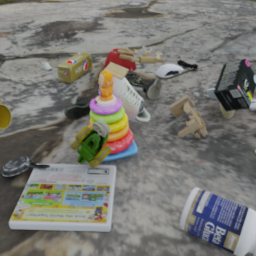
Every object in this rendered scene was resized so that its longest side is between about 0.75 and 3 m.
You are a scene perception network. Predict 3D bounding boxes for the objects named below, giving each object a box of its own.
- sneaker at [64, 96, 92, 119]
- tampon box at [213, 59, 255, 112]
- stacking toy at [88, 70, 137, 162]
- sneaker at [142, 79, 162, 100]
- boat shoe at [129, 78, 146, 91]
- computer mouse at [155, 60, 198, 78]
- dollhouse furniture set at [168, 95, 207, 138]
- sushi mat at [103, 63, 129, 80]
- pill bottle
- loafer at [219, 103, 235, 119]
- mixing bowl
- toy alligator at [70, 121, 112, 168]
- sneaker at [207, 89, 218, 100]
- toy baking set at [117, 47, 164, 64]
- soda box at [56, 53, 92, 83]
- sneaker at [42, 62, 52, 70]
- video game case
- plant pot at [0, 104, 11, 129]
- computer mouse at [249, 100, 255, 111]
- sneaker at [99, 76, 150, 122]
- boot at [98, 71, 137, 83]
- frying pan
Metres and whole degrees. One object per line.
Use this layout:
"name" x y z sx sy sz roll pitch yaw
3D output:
"sneaker" -2.059 -0.832 11.398 0.882 0.589 1.540 26 39 37
"tampon box" 3.708 -1.448 9.604 0.879 1.043 1.392 -7 47 47
"stacking toy" -0.628 -0.447 8.687 1.539 2.805 1.628 -10 36 -11
"sneaker" 0.938 -1.586 12.397 0.814 0.573 1.533 -19 22 34
"boat shoe" 0.421 -2.146 13.496 1.425 0.454 0.504 15 36 21
"computer mouse" 2.519 -3.231 15.095 2.385 0.523 1.308 -21 40 -29
"dollhouse furniture set" 2.201 -0.220 10.353 0.875 1.025 1.977 -34 25 22
"sushi mat" -0.360 -1.693 8.330 0.800 0.048 0.383 30 78 34
"pill bottle" 2.238 2.184 6.316 1.908 1.059 1.059 18 37 26
"loafer" 4.059 -0.952 11.506 0.685 0.618 1.810 12 31 17
"mixing bowl" -0.368 -3.336 13.597 1.652 0.894 1.652 3 25 -1
"toy alligator" -0.839 0.347 7.571 0.988 2.980 0.716 44 60 -1
"sneaker" 4.203 -1.533 12.607 1.349 0.493 0.478 11 28 -1
"toy baking set" 0.695 -3.380 12.789 2.559 0.298 1.964 -3 35 -22
"soda box" -2.777 -3.210 14.784 0.777 0.822 2.428 11 34 17
"sneaker" -4.536 -3.439 15.581 0.326 0.344 0.853 -26 42 -36
"video game case" -1.617 1.801 7.627 2.447 0.280 2.227 2 32 0
"plant pot" -4.079 -0.329 8.589 0.545 0.767 0.767 -2 30 26
"computer mouse" 5.327 -1.002 11.587 1.729 0.379 0.948 15 48 27
"sneaker" -0.048 -1.084 9.524 1.057 2.626 1.003 24 75 35
"boot" -0.425 -1.252 10.797 0.705 1.774 2.038 20 32 41
"frying pan" -3.150 1.174 8.321 1.557 0.253 0.942 5 31 40
